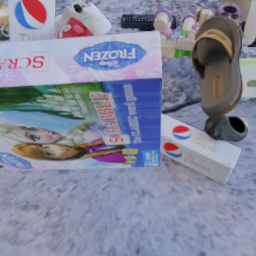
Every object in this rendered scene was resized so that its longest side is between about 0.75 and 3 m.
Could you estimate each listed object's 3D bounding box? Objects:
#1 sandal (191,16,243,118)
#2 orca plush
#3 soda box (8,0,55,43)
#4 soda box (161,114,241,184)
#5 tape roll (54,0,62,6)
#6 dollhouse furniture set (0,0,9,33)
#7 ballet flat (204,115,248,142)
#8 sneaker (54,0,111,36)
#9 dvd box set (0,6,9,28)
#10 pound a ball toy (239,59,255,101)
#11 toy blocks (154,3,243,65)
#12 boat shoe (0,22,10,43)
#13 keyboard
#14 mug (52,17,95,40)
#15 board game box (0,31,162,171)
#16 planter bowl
[{"bbox_3d":[1.704,-1.461,5.852,0.757,1.133,2.772,26,55,-24],"label":"sandal"},{"bbox_3d":[3.537,-2.975,7.412,0.654,0.967,1.839,10,70,-12],"label":"orca plush"},{"bbox_3d":[-1.836,-1.873,5.296,0.777,2.440,0.831,-2,36,-22],"label":"soda box"},{"bbox_3d":[1.660,0.509,7.353,2.263,0.771,0.720,25,54,20],"label":"soda box"},{"bbox_3d":[-2.368,-4.150,7.112,1.987,1.987,0.656,19,21,16],"label":"tape roll"},{"bbox_3d":[-2.820,-2.919,6.273,1.096,1.743,1.971,-47,26,7],"label":"dollhouse furniture set"},{"bbox_3d":[2.750,-0.058,7.367,2.324,0.660,0.772,-5,51,-51],"label":"ballet flat"},{"bbox_3d":[-1.507,-3.269,8.212,2.396,0.960,0.843,20,66,41],"label":"sneaker"},{"bbox_3d":[-5.940,-4.347,11.566,1.913,0.384,2.615,24,52,36],"label":"dvd box set"},{"bbox_3d":[4.642,-1.593,9.108,2.933,1.246,1.912,0,24,0],"label":"pound a ball toy"},{"bbox_3d":[2.125,-3.220,9.253,2.590,2.771,2.333,12,56,10],"label":"toy blocks"},{"bbox_3d":[-4.618,-3.828,11.162,2.174,0.672,0.814,5,55,8],"label":"boat shoe"},{"bbox_3d":[0.884,-4.579,12.097,2.363,0.303,1.419,1,49,2],"label":"keyboard"},{"bbox_3d":[-1.195,-1.322,4.950,0.802,1.068,1.203,39,80,22],"label":"mug"},{"bbox_3d":[-0.976,-0.059,4.062,2.909,2.916,0.600,-3,66,6],"label":"board game box"},{"bbox_3d":[4.907,-5.436,12.026,2.063,1.389,2.063,6,49,-7],"label":"planter bowl"}]
